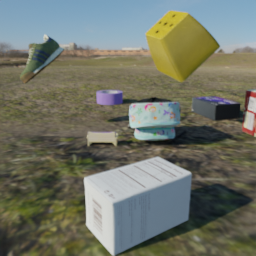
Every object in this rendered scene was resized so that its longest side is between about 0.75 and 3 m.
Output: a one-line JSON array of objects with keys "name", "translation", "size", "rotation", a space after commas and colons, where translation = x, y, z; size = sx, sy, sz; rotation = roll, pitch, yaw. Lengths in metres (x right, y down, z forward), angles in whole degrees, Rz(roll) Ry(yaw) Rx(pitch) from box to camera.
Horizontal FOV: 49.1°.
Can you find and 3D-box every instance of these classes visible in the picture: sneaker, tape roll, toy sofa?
[{"name": "sneaker", "translation": [-3.699, -2.856, 11.279], "size": [0.789, 1.057, 2.354], "rotation": [-19, 28, 55]}, {"name": "tape roll", "translation": [-1.131, -1.866, 17.075], "size": [1.574, 0.669, 1.574], "rotation": [0, 15, 0]}, {"name": "toy sofa", "translation": [-0.889, 0.329, 9.778], "size": [1.053, 0.514, 0.436], "rotation": [0, 16, 2]}]

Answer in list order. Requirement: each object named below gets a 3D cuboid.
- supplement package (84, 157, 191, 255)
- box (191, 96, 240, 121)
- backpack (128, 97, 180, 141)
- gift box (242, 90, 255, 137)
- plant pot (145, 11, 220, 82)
[{"name": "supplement package", "translation": [0.195, 1.351, 5.272], "size": [1.775, 1.037, 1.041], "rotation": [-11, 19, -33]}, {"name": "box", "translation": [4.307, -1.006, 13.926], "size": [1.434, 0.801, 2.032], "rotation": [-8, 18, -18]}, {"name": "backpack", "translation": [0.927, -0.345, 9.868], "size": [1.872, 1.588, 2.109], "rotation": [-1, -3, 2]}, {"name": "gift box", "translation": [5.673, -0.668, 10.608], "size": [2.006, 1.982, 2.148], "rotation": [-7, 23, -16]}, {"name": "plant pot", "translation": [1.649, -2.908, 9.480], "size": [1.777, 1.567, 1.777], "rotation": [-43, 34, 0]}]
